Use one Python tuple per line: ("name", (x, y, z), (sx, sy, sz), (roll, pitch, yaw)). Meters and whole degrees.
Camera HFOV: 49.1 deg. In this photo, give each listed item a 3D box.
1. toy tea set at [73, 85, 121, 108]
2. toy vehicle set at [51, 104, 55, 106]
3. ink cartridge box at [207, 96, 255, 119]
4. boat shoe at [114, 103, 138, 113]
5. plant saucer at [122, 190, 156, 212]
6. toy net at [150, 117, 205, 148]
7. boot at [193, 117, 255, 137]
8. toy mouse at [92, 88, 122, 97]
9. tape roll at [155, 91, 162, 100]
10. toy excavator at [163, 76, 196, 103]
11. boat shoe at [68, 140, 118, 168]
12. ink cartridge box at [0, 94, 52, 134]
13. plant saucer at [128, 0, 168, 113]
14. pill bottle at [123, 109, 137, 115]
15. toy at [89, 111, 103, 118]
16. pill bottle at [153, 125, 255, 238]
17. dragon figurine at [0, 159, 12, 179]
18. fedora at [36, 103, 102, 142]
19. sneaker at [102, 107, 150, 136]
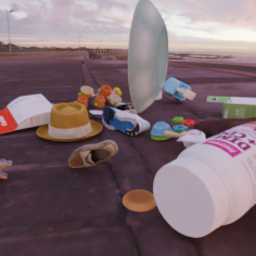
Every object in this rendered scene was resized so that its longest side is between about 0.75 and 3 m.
("toy tea set", (-1.793, -1.488, 15.263), (2.721, 1.007, 1.618), (-7, 48, -32))
("toy vehicle set", (-3.828, -0.804, 13.550), (2.356, 0.312, 1.464), (13, 22, 36))
("ink cartridge box", (5.069, -0.890, 12.959), (2.805, 0.832, 1.456), (5, 18, 16))
("boat shoe", (0.061, -0.960, 13.783), (1.543, 0.546, 0.491), (-2, 16, 20))
("plant saucer", (0.261, 1.600, 6.288), (0.777, 0.145, 0.777), (0, 18, 0))
("toy net", (1.878, 0.235, 9.505), (1.476, 0.543, 2.813), (-12, 18, -18))
("boot", (4.127, -0.153, 10.261), (2.921, 1.057, 2.430), (-20, 28, -39))
("toy mouse", (-1.372, -2.260, 17.928), (2.001, 0.436, 2.252), (-5, 18, -16))
("tape roll", (1.346, -2.080, 17.264), (1.425, 0.498, 1.425), (0, 17, 0))
("toy excavator", (2.744, -2.006, 15.058), (2.177, 1.118, 2.239), (34, 13, 23))
("boat shoe", (-1.021, 0.753, 7.561), (1.517, 0.574, 0.545), (-24, 10, 19))
("ink cartridge box", (-4.508, -0.639, 11.568), (2.594, 0.740, 2.108), (-10, 30, -33))
("plant saucer", (0.543, -1.518, 6.066), (0.467, 2.425, 2.425), (6, 19, 15))
("pill bottle", (-0.021, -0.564, 12.586), (0.776, 0.450, 0.450), (-14, 22, -39))
("toy", (-1.088, -0.580, 12.886), (1.293, 0.305, 0.744), (-2, 14, -21))
("pill bottle", (1.959, 0.977, 5.796), (2.849, 1.615, 1.615), (-17, 24, -41))
("dragon figurine", (-3.766, 1.226, 6.530), (2.208, 0.650, 1.098), (-6, 16, -38))
("fedora", (-2.273, -0.336, 10.804), (2.703, 1.102, 2.703), (0, 17, 0))
("sneaker", (-0.113, -0.262, 11.278), (2.311, 0.866, 1.002), (25, 21, 39))
